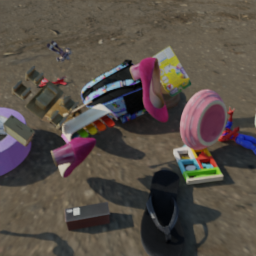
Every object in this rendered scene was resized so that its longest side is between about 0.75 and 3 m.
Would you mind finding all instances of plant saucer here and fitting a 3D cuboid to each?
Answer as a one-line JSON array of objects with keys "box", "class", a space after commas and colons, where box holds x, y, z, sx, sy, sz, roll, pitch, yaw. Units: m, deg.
[{"box": [1.176, -1.492, 12.139, 2.172, 0.320, 2.172, -1, 39, 1], "class": "plant saucer"}, {"box": [2.469, -0.196, 8.793, 1.950, 1.950, 0.494, -27, 30, -30], "class": "plant saucer"}]

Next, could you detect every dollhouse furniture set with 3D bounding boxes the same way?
[{"box": [-2.448, -0.440, 7.442, 1.489, 1.129, 1.699, 39, 68, -11], "class": "dollhouse furniture set"}]

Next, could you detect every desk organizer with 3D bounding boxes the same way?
[{"box": [-1.043, 2.294, 7.255, 1.115, 0.429, 0.400, -7, 39, -9], "class": "desk organizer"}]

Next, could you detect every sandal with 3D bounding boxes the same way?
[{"box": [0.888, 2.114, 7.340, 1.074, 0.605, 2.824, 3, 39, 4], "class": "sandal"}]

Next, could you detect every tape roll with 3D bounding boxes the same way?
[{"box": [-4.690, 0.447, 9.216, 2.733, 0.897, 2.733, 0, 39, 0], "class": "tape roll"}]

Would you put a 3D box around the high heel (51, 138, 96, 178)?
[{"box": [-1.372, 0.740, 7.382, 1.060, 2.211, 0.745, -20, 73, -13], "class": "high heel"}]

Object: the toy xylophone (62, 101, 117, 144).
[{"box": [-1.162, -0.203, 7.906, 1.636, 0.411, 1.198, -25, 39, -10], "class": "toy xylophone"}]

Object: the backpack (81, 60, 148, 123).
[{"box": [-0.469, -1.210, 10.714, 2.412, 1.623, 2.202, -25, 41, -4], "class": "backpack"}]

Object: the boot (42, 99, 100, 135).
[{"box": [-1.919, -0.405, 9.557, 2.625, 0.966, 0.990, 17, 85, 35], "class": "boot"}]

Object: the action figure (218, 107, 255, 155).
[{"box": [3.926, 0.171, 9.414, 2.392, 1.184, 0.780, 21, 43, 29], "class": "action figure"}]

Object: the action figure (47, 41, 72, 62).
[{"box": [-2.317, -2.599, 9.592, 0.945, 0.328, 0.615, 40, 71, 9], "class": "action figure"}]

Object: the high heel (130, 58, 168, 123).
[{"box": [0.999, -1.211, 9.312, 0.780, 2.315, 1.110, -37, 17, -37], "class": "high heel"}]

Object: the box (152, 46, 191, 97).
[{"box": [1.470, -1.942, 9.806, 0.904, 1.541, 0.373, -31, 3, 5], "class": "box"}]

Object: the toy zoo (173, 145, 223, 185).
[{"box": [2.143, 1.062, 8.925, 1.120, 0.175, 1.707, -6, 36, -6], "class": "toy zoo"}]

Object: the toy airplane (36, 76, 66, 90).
[{"box": [-3.509, -2.064, 12.879, 1.483, 0.273, 1.483, 0, 38, 0], "class": "toy airplane"}]
